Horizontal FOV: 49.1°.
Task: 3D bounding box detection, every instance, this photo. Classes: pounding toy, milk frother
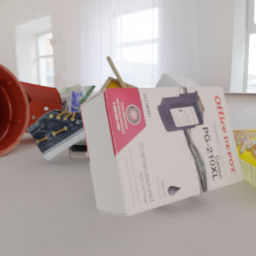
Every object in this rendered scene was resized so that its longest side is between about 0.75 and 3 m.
[{"bbox_3d":[-0.251,-0.905,9.088,1.990,1.537,2.161,21,42,1],"label":"pounding toy"},{"bbox_3d":[-1.186,0.366,7.877,0.867,0.922,0.832,0,-26,0],"label":"milk frother"}]

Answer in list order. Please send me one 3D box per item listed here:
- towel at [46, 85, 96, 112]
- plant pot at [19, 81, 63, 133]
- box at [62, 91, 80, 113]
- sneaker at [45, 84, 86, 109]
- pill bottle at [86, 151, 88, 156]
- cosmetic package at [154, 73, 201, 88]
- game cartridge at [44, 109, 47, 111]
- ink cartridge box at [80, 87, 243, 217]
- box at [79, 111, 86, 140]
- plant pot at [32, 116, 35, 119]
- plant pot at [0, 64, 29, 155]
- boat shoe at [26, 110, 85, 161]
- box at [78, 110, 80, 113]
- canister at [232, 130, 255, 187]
[{"bbox_3d":[-2.903,-1.148,13.143,0.339,2.209,2.896,45,-22,-31],"label":"towel"},{"bbox_3d":[-3.226,-0.566,9.945,1.692,1.691,1.491,6,18,-39],"label":"plant pot"},{"bbox_3d":[-2.306,-0.561,10.487,0.373,1.072,1.800,24,-45,-31],"label":"box"},{"bbox_3d":[-2.737,-1.193,11.914,2.027,0.734,0.728,-21,15,16],"label":"sneaker"},{"bbox_3d":[-0.667,0.414,6.967,0.448,0.806,0.448,31,1,-1],"label":"pill bottle"},{"bbox_3d":[1.790,-1.027,11.602,1.328,2.153,2.160,43,28,20],"label":"cosmetic package"},{"bbox_3d":[-4.438,-0.694,15.263,2.803,0.573,1.866,2,7,14],"label":"game cartridge"},{"bbox_3d":[0.673,0.301,5.142,2.654,1.921,1.119,-6,-8,-32],"label":"ink cartridge box"},{"bbox_3d":[-1.133,-0.254,10.837,1.013,1.167,1.766,-6,10,7],"label":"box"},{"bbox_3d":[-4.328,-0.441,12.332,1.175,1.041,1.176,5,11,24],"label":"plant pot"},{"bbox_3d":[-5.017,-0.455,8.437,2.711,2.787,2.787,-6,6,31],"label":"plant pot"},{"bbox_3d":[-1.501,-0.149,7.149,2.319,1.052,0.820,-33,8,12],"label":"boat shoe"},{"bbox_3d":[-2.363,-0.684,13.868,1.417,0.970,0.283,-2,11,-5],"label":"box"},{"bbox_3d":[3.191,0.697,6.035,1.830,1.066,2.464,-1,9,-4],"label":"canister"}]
